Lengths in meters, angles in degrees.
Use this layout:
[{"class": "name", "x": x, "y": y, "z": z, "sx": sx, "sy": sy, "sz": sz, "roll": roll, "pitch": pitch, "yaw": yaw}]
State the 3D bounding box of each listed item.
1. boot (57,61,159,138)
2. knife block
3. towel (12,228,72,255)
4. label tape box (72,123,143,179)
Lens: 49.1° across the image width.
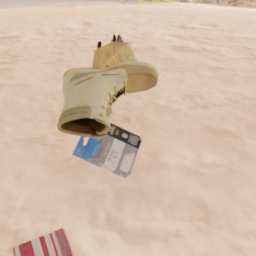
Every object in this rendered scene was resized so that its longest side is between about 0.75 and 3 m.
[{"class": "boot", "x": -0.448, "y": -0.758, "z": 7.411, "sx": 2.735, "sy": 0.986, "sz": 2.115, "roll": -4, "pitch": 47, "yaw": 0}, {"class": "knife block", "x": -1.007, "y": -2.915, "z": 12.091, "sx": 2.512, "sy": 0.916, "sz": 2.862, "roll": 16, "pitch": 57, "yaw": 47}, {"class": "towel", "x": -2.272, "y": 3.278, "z": 7.430, "sx": 1.397, "sy": 0.159, "sz": 1.006, "roll": -15, "pitch": 34, "yaw": -23}, {"class": "label tape box", "x": -0.590, "y": 0.550, "z": 8.285, "sx": 1.737, "sy": 0.550, "sz": 1.252, "roll": 25, "pitch": 63, "yaw": -7}]
